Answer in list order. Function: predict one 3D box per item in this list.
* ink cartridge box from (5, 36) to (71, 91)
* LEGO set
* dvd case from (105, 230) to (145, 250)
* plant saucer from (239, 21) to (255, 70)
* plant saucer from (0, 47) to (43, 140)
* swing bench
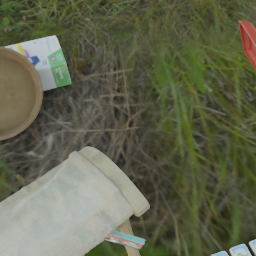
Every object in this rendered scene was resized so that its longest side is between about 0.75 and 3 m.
[{"bbox_3d":[-3.013,-1.878,8.692,2.095,0.917,1.522,-17,54,-10],"label":"ink cartridge box"},{"bbox_3d":[2.479,3.005,5.212,1.247,0.410,1.669,-15,53,-7],"label":"LEGO set"},{"bbox_3d":[-0.070,1.574,3.950,0.554,0.759,0.083,15,61,5],"label":"dvd case"},{"bbox_3d":[2.472,-1.413,5.320,0.194,1.056,1.054,-26,61,18],"label":"plant saucer"},{"bbox_3d":[-3.575,-0.918,7.560,2.549,0.375,2.549,0,87,-4],"label":"plant saucer"},{"bbox_3d":[-1.368,1.924,4.466,2.858,2.873,1.864,-31,58,-22],"label":"swing bench"}]
